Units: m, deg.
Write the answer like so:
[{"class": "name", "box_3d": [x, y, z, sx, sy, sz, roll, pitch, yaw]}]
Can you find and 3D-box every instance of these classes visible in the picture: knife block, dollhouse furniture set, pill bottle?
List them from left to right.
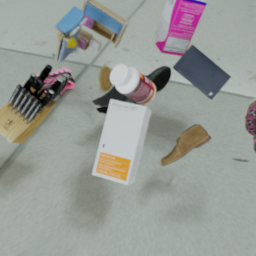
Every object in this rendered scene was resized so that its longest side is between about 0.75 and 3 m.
[{"class": "knife block", "box_3d": [-2.904, -0.707, 8.663, 0.923, 2.886, 2.534, 45, 79, -6]}, {"class": "dollhouse furniture set", "box_3d": [-1.571, -3.066, 10.597, 1.771, 2.562, 2.714, 32, 56, -4]}, {"class": "pill bottle", "box_3d": [0.138, -1.216, 7.880, 0.778, 1.377, 0.778, -13, 67, 32]}]

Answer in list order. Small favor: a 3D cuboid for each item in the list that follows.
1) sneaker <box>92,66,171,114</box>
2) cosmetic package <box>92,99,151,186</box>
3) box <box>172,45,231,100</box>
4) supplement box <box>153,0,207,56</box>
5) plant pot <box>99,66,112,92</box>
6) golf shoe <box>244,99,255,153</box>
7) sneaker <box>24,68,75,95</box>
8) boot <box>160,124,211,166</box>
[{"class": "sneaker", "box_3d": [0.179, -1.470, 10.386, 1.514, 0.872, 2.903, 30, 68, 35]}, {"class": "cosmetic package", "box_3d": [-0.157, 0.387, 7.692, 1.073, 0.754, 2.116, 12, 87, 15]}, {"class": "box", "box_3d": [2.556, -1.990, 10.020, 1.720, 1.027, 1.749, 40, 16, -1]}, {"class": "supplement box", "box_3d": [2.076, -4.379, 11.754, 1.219, 2.358, 1.193, 3, 41, -23]}, {"class": "plant pot", "box_3d": [-0.884, -1.980, 11.299, 0.144, 1.050, 1.050, -5, 42, -34]}, {"class": "golf shoe", "box_3d": [3.285, -0.122, 7.003, 0.649, 1.788, 0.823, -7, 44, 25]}, {"class": "sneaker", "box_3d": [-3.690, -1.968, 13.308, 2.577, 1.018, 1.229, -25, 62, -22]}, {"class": "boot", "box_3d": [1.637, 0.531, 8.654, 1.742, 0.657, 0.641, -36, 5, 9]}]
